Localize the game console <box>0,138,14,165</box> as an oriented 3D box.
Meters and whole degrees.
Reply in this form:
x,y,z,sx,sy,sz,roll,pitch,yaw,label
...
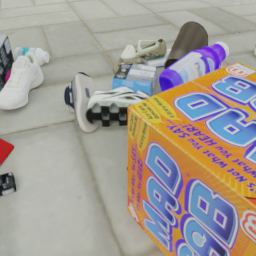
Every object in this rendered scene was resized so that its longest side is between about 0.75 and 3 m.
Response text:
x,y,z,sx,sy,sz,roll,pitch,yaw,label
-3.929,0.756,7.746,0.956,0.659,1.110,-19,30,25,game console

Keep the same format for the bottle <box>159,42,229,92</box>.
x,y,z,sx,sy,sz,roll,pitch,yaw,label
2.438,-2.119,10.048,2.919,1.219,0.953,-36,35,-20,bottle

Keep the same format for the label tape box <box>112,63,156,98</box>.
x,y,z,sx,sy,sz,roll,pitch,yaw,label
0.215,-1.652,10.356,1.425,0.626,1.976,8,39,9,label tape box

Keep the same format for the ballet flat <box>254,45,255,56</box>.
x,y,z,sx,sy,sz,roll,pitch,yaw,label
6.011,-3.356,12.590,0.561,0.561,1.511,-9,37,-10,ballet flat

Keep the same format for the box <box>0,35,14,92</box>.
x,y,z,sx,sy,sz,roll,pitch,yaw,label
-5.234,-2.350,10.482,1.342,1.546,2.340,-5,39,-6,box

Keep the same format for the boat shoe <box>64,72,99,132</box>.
x,y,z,sx,sy,sz,roll,pitch,yaw,label
-1.564,-0.685,9.165,0.812,1.008,2.175,17,53,-38,boat shoe

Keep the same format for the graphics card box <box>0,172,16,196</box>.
x,y,z,sx,sy,sz,roll,pitch,yaw,label
-3.220,1.438,6.843,0.858,0.218,0.538,-17,42,-19,graphics card box

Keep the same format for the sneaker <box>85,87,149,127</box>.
x,y,z,sx,sy,sz,roll,pitch,yaw,label
0.266,-0.715,8.584,2.981,1.105,1.319,7,44,-3,sneaker

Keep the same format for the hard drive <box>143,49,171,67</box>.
x,y,z,sx,sy,sz,roll,pitch,yaw,label
1.594,-3.128,12.492,1.856,0.235,1.224,-11,41,-13,hard drive

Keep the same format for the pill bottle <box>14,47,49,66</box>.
x,y,z,sx,sy,sz,roll,pitch,yaw,label
-4.112,-3.059,12.023,1.327,0.735,0.735,4,39,5,pill bottle

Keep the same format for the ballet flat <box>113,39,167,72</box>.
x,y,z,sx,sy,sz,roll,pitch,yaw,label
0.466,-3.162,11.739,2.594,0.977,0.880,-24,39,-17,ballet flat

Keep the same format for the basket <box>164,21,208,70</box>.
x,y,z,sx,sy,sz,roll,pitch,yaw,label
2.299,-2.984,11.272,1.275,1.691,1.875,19,62,22,basket

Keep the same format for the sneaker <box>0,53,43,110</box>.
x,y,z,sx,sy,sz,roll,pitch,yaw,label
-3.897,-1.685,9.831,1.017,1.353,2.716,5,41,5,sneaker

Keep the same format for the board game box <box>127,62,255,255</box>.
x,y,z,sx,sy,sz,roll,pitch,yaw,label
1.996,0.975,5.233,2.927,2.927,2.929,-25,45,-27,board game box

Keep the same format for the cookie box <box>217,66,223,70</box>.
x,y,z,sx,sy,sz,roll,pitch,yaw,label
3.742,-1.443,10.040,1.550,0.681,1.812,15,40,20,cookie box
